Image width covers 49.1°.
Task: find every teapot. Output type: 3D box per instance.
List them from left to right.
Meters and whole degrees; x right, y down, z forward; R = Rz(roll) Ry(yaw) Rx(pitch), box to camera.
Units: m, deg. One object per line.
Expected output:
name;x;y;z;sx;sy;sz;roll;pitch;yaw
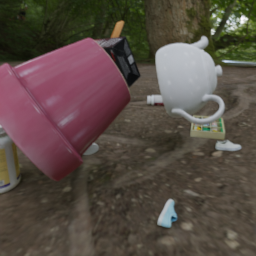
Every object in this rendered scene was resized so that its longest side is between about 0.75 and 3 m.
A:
teapot;2.226;-1.703;9.826;2.057;2.816;2.779;-10;11;16

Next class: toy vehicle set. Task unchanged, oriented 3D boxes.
toy vehicle set;3.842;-0.061;13.574;1.488;0.317;2.395;5;20;14

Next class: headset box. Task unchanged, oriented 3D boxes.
headset box;-0.963;-2.828;12.266;2.560;1.905;0.989;9;46;39

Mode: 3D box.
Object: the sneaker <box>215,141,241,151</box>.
sneaker;4.050;0.705;11.303;1.016;0.360;0.371;0;19;-1

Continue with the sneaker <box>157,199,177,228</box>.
sneaker;1.069;2.204;7.121;0.392;0.354;0.957;18;32;19

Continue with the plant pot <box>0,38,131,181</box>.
plant pot;-1.515;-0.652;6.837;2.640;2.949;2.949;-37;29;-10

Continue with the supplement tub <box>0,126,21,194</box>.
supplement tub;-4.102;0.834;8.434;1.450;1.995;1.450;0;19;0

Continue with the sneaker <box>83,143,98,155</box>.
sneaker;-1.889;0.748;10.995;1.333;0.491;0.770;-9;24;-20

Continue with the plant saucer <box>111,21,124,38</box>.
plant saucer;-0.625;-4.154;12.786;0.288;1.536;1.536;21;16;-12

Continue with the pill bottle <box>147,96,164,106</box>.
pill bottle;1.828;-1.750;17.900;1.188;0.651;0.651;1;19;2
